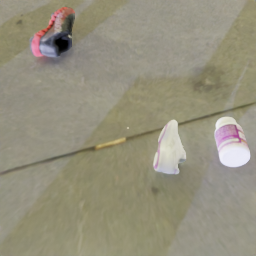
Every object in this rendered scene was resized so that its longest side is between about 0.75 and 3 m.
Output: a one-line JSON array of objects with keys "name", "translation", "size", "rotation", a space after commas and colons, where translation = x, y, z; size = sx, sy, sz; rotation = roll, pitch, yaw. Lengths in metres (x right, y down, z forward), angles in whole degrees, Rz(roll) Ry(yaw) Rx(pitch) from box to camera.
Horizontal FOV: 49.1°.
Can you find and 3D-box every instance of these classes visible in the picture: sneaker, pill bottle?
[{"name": "sneaker", "translation": [-2.427, -3.460, 10.208], "size": [1.232, 0.892, 2.522], "rotation": [18, 59, 13]}, {"name": "sneaker", "translation": [1.203, 0.533, 7.622], "size": [0.801, 0.602, 1.609], "rotation": [19, 61, -2]}, {"name": "pill bottle", "translation": [2.727, 0.322, 7.464], "size": [0.741, 0.741, 1.319], "rotation": [3, 42, 2]}]
